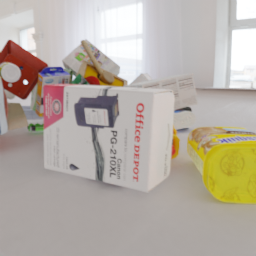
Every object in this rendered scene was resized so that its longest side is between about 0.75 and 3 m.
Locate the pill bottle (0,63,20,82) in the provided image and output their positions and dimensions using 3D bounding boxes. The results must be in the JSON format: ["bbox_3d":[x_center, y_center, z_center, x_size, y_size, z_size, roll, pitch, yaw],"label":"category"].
[{"bbox_3d":[-3.081,-1.439,7.189,0.448,0.448,0.806,-7,19,-32],"label":"pill bottle"}]

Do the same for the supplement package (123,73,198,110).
[{"bbox_3d":[0.833,-0.875,7.443,1.515,0.840,1.180,-15,11,-21],"label":"supplement package"}]

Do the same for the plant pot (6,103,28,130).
[{"bbox_3d":[-5.214,-0.548,12.167,1.175,1.041,1.176,5,11,23],"label":"plant pot"}]

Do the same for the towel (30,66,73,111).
[{"bbox_3d":[-3.343,-1.500,11.900,0.339,2.209,2.896,-4,17,-45],"label":"towel"}]

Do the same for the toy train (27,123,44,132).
[{"bbox_3d":[-3.120,0.000,11.063,1.652,0.345,0.466,-3,16,-30],"label":"toy train"}]

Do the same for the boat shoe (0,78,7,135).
[{"bbox_3d":[-3.762,-0.732,7.015,1.052,2.319,0.820,-21,36,-37],"label":"boat shoe"}]

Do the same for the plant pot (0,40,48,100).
[{"bbox_3d":[-4.020,-1.964,10.126,1.692,1.691,1.491,33,7,-27],"label":"plant pot"}]

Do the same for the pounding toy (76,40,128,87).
[{"bbox_3d":[-1.016,-1.412,9.122,1.990,1.537,2.161,23,34,-17],"label":"pounding toy"}]

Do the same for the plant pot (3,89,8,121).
[{"bbox_3d":[-5.138,-0.600,8.948,2.787,2.787,2.711,-3,3,-16],"label":"plant pot"}]

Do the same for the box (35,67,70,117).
[{"bbox_3d":[-2.687,-1.293,10.006,1.072,1.800,0.373,-16,45,-41],"label":"box"}]

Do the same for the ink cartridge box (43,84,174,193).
[{"bbox_3d":[-0.474,0.078,6.061,2.654,1.921,1.119,7,11,27],"label":"ink cartridge box"}]

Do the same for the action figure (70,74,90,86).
[{"bbox_3d":[-1.639,-0.789,7.769,0.830,1.405,0.384,48,4,22],"label":"action figure"}]

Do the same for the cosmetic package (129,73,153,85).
[{"bbox_3d":[0.276,-1.056,11.411,2.153,1.328,2.160,-40,2,15],"label":"cosmetic package"}]

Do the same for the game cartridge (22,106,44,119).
[{"bbox_3d":[-5.483,-0.843,15.060,2.803,0.573,1.866,2,8,12],"label":"game cartridge"}]

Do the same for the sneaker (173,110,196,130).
[{"bbox_3d":[1.496,-0.261,11.510,2.241,0.903,1.641,-7,3,-11],"label":"sneaker"}]

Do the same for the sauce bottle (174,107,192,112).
[{"bbox_3d":[2.013,-0.756,13.931,2.440,0.805,0.805,-4,12,-25],"label":"sauce bottle"}]

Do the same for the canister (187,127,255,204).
[{"bbox_3d":[2.346,0.643,6.156,1.830,1.066,2.464,0,10,2],"label":"canister"}]

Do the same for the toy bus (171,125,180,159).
[{"bbox_3d":[0.832,0.429,7.301,1.522,1.033,1.461,-9,20,-29],"label":"toy bus"}]

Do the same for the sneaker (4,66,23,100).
[{"bbox_3d":[-4.781,-2.183,12.035,0.728,2.027,0.734,23,-5,-40],"label":"sneaker"}]

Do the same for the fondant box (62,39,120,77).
[{"bbox_3d":[-1.452,-2.422,11.140,1.905,1.374,0.555,41,-16,7],"label":"fondant box"}]
